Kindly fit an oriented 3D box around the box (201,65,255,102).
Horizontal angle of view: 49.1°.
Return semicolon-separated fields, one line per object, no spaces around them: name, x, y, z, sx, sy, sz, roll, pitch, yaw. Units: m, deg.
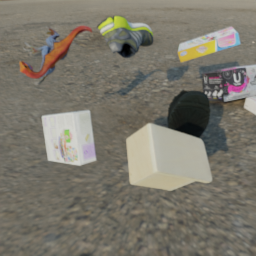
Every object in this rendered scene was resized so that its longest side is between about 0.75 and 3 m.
box;4.514;-1.939;11.999;2.233;1.281;1.476;-13;11;-19

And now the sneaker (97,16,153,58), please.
sneaker;0.038;-2.796;9.120;0.970;1.063;2.625;-15;0;37

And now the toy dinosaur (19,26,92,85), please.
toy dinosaur;-2.255;-2.194;8.030;2.163;1.136;1.963;-28;37;23

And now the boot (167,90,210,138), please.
boot;1.733;-0.378;8.669;1.042;2.817;2.308;7;38;5

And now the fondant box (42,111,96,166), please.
fondant box;-1.010;0.156;4.647;0.325;0.805;1.115;-11;6;-39

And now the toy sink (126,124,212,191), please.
toy sink;0.684;0.573;4.847;1.293;0.725;0.843;15;55;-33

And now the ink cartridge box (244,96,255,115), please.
ink cartridge box;5.602;-0.983;11.627;1.196;0.504;0.865;-14;35;-21

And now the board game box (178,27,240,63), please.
board game box;2.936;-3.113;10.411;2.082;0.420;1.593;-14;22;20
